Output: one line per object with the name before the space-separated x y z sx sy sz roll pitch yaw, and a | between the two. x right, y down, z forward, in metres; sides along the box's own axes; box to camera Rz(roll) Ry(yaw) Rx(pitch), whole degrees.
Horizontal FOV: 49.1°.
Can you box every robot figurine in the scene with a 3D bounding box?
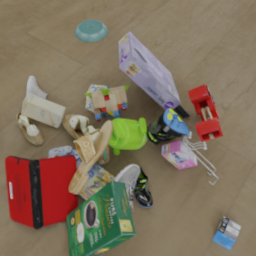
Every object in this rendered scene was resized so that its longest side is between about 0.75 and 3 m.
robot figurine | -0.044 0.237 9.967 1.852 1.625 1.071 8 46 -52

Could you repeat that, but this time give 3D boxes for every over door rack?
over door rack | 2.514 0.908 9.431 0.579 1.284 1.738 -35 86 15

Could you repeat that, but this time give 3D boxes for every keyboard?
keyboard | 2.005 -0.795 11.541 0.699 0.113 1.099 -16 55 -35

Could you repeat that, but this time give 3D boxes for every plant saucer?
plant saucer | -1.966 -5.213 14.820 1.799 0.323 1.799 0 55 0

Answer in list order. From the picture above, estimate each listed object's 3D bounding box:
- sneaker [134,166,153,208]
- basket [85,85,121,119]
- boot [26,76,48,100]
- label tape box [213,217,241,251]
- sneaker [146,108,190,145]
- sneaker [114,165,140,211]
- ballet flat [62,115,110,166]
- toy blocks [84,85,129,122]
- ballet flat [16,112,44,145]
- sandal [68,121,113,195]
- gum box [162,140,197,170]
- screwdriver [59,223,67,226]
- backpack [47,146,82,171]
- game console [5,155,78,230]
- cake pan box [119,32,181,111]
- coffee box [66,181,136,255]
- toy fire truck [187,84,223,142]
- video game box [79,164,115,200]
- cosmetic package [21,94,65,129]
sneaker | 0.448 1.971 9.431 0.529 0.619 1.493 -10 55 -10
basket | -0.972 -1.074 11.486 1.445 1.005 1.274 17 50 -30
boot | -3.846 -1.426 11.955 0.873 0.672 1.826 0 62 -8
label tape box | 3.080 3.279 8.714 0.582 0.255 0.807 27 58 18
sneaker | 1.277 0.108 9.613 1.230 2.968 1.052 -39 87 -1
sneaker | -0.112 2.279 8.870 0.944 0.860 2.302 20 76 32
ballet flat | -1.542 0.141 10.403 1.012 0.937 2.870 -21 51 -35
toy blocks | -0.693 -0.903 10.696 1.704 0.852 1.165 -13 95 -12
ballet flat | -3.878 -0.002 10.886 1.702 0.556 0.600 40 54 23
sandal | -1.338 0.711 8.504 0.830 0.925 2.524 31 76 -26
gum box | 1.796 0.972 9.690 0.715 1.260 0.417 -20 46 32
screwdriver | -2.176 3.067 8.970 1.529 0.222 0.213 21 39 4
backpack | -2.159 1.156 9.639 1.200 0.970 1.259 -9 25 -14
game console | -2.730 1.898 8.870 1.867 2.166 1.286 5 12 29
cake pan box | 0.840 -2.216 11.032 0.746 2.853 2.628 -38 31 25
coffee box | -0.862 2.718 7.862 0.544 2.473 1.521 19 41 -37
toy fire truck | 2.789 -0.386 9.821 0.700 2.871 2.025 -20 70 20
video game box | -1.308 1.817 9.707 1.310 0.307 1.193 32 63 26
cosmetic package | -3.306 -0.657 10.953 1.517 0.785 0.554 21 43 -5
